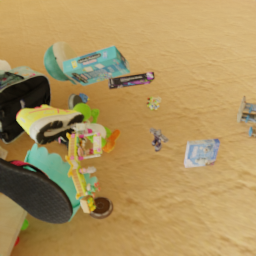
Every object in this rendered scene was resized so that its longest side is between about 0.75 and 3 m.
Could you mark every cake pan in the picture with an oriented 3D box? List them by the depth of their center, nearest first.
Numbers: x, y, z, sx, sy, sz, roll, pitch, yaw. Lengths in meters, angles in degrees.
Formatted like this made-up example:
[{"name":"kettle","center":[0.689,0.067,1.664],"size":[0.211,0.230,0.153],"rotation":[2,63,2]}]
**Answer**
[{"name":"cake pan","center":[-1.913,-0.840,10.382],"size":[0.163,0.889,0.889],"rotation":[-6,36,21]}]

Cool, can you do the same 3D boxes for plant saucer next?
[{"name":"plant saucer","center":[-0.819,2.316,8.239],"size":[0.777,0.125,0.777],"rotation":[0,38,0]}]

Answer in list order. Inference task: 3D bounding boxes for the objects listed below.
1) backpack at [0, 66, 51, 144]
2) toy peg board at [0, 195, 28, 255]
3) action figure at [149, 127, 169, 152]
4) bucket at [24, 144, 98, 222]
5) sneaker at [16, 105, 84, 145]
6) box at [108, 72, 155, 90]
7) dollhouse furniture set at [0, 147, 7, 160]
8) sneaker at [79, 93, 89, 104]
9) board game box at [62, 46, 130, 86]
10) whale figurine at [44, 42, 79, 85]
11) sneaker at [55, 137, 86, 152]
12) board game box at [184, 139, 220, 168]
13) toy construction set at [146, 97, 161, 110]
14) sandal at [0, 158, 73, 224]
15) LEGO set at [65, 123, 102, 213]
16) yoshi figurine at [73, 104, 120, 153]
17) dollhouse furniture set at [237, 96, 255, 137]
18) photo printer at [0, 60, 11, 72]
[{"name":"backpack","center":[-4.259,-1.049,10.575],"size":[2.042,2.408,2.712],"rotation":[27,42,22]},{"name":"toy peg board","center":[-3.771,2.867,7.061],"size":[2.228,1.090,2.218],"rotation":[7,55,10]},{"name":"action figure","center":[0.915,0.307,8.618],"size":[0.361,1.042,0.678],"rotation":[-35,65,-20]},{"name":"bucket","center":[-1.962,1.474,7.452],"size":[2.040,2.040,1.327],"rotation":[22,74,24]},{"name":"sneaker","center":[-2.226,-0.247,8.306],"size":[1.174,1.016,2.599],"rotation":[31,8,13]},{"name":"box","center":[0.068,-1.440,8.668],"size":[1.373,0.248,0.982],"rotation":[-8,1,-4]},{"name":"dollhouse furniture set","center":[-4.576,0.874,9.250],"size":[0.602,0.850,0.926],"rotation":[26,11,13]},{"name":"sneaker","center":[-1.927,-1.145,11.465],"size":[0.398,0.474,1.209],"rotation":[-35,14,13]},{"name":"board game box","center":[-1.113,-2.206,10.208],"size":[2.004,1.513,0.470],"rotation":[-12,77,16]},{"name":"whale figurine","center":[-2.617,-2.592,11.629],"size":[1.226,1.880,2.363],"rotation":[-22,0,11]},{"name":"sneaker","center":[-2.229,0.518,10.138],"size":[1.327,0.469,0.658],"rotation":[9,35,4]},{"name":"board game box","center":[2.431,0.849,9.297],"size":[1.028,1.033,0.224],"rotation":[-4,38,-5]},{"name":"toy construction set","center":[1.129,-1.113,12.176],"size":[0.594,0.417,0.905],"rotation":[-12,26,24]},{"name":"sandal","center":[-2.259,1.113,5.988],"size":[2.669,1.002,0.601],"rotation":[25,22,11]},{"name":"LEGO set","center":[-0.918,0.901,6.755],"size":[0.826,1.020,2.218],"rotation":[-11,76,7]},{"name":"yoshi figurine","center":[-1.241,-0.111,9.790],"size":[2.056,1.151,1.155],"rotation":[33,-4,-9]},{"name":"dollhouse furniture set","center":[4.870,-0.387,10.818],"size":[1.017,1.011,1.443],"rotation":[10,41,12]},{"name":"photo printer","center":[-5.400,-1.703,11.661],"size":[0.692,1.992,1.658],"rotation":[8,41,9]}]
